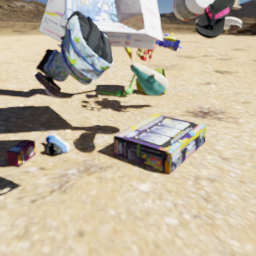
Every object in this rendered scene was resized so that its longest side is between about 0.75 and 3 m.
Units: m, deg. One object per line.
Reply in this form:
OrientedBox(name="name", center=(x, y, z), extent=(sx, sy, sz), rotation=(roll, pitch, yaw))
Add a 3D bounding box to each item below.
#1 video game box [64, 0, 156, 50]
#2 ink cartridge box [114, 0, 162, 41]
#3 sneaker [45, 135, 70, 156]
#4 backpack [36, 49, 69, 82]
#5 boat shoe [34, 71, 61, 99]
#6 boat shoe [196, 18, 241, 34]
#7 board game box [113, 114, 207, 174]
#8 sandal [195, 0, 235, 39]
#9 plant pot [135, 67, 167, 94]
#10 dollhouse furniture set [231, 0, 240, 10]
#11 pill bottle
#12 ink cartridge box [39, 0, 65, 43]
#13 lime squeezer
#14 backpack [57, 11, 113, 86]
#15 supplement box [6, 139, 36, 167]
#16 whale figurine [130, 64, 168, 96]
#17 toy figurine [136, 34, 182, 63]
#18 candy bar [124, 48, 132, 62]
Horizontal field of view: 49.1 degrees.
OrientedBox(name="video game box", center=(-0.569, -3.263, 7.773), extent=(2.344, 0.602, 2.573), rotation=(0, 55, -15))
OrientedBox(name="ink cartridge box", center=(0.106, -1.802, 3.923), extent=(0.405, 1.193, 0.687), rotation=(-9, 3, 27))
OrientedBox(name="sneaker", center=(-2.117, 0.467, 7.723), extent=(0.969, 0.372, 0.539), rotation=(25, 24, 34))
OrientedBox(name="backpack", center=(-2.491, -2.130, 9.839), extent=(0.764, 0.952, 1.040), rotation=(15, -17, 36))
OrientedBox(name="boat shoe", center=(-1.806, -1.027, 6.317), extent=(0.928, 0.276, 0.334), rotation=(46, 16, 31))
OrientedBox(name="boat shoe", center=(3.032, -3.346, 9.320), extent=(1.540, 0.553, 0.458), rotation=(1, 67, -6))
OrientedBox(name="board game box", center=(0.924, 0.327, 7.771), extent=(1.774, 0.609, 2.146), rotation=(14, 27, 35))
OrientedBox(name="sandal", center=(1.884, -2.490, 5.970), extent=(0.591, 0.355, 1.574), rotation=(22, 63, 17))
OrientedBox(name="plant pot", center=(1.044, -2.138, 13.095), extent=(1.312, 1.228, 1.228), rotation=(-4, 21, 18))
OrientedBox(name="dollhouse furniture set", center=(3.043, -4.089, 8.578), extent=(0.642, 0.916, 0.645), rotation=(6, 4, -8))
OrientedBox(name="pill bottle", center=(2.650, -5.050, 11.181), extent=(1.151, 1.151, 2.022), rotation=(-5, 12, -11))
OrientedBox(name="ink cartridge box", center=(-2.460, -4.399, 11.026), extent=(1.422, 1.957, 0.856), rotation=(29, 22, 5))
OrientedBox(name="lime squeezer", center=(-0.338, -1.736, 12.608), extent=(2.289, 0.808, 0.432), rotation=(-21, 26, 36))
OrientedBox(name="backpack", center=(-0.840, -1.589, 5.815), extent=(1.148, 1.219, 1.494), rotation=(-44, 38, 7))
OrientedBox(name="supplement box", center=(-2.739, 0.644, 7.241), extent=(0.325, 0.419, 0.759), rotation=(7, 24, 16))
OrientedBox(name="whale figurine", center=(0.530, -1.361, 8.010), extent=(1.215, 0.631, 0.967), rotation=(30, 2, -17))
OrientedBox(name="toy figurine", center=(1.279, -3.013, 10.475), extent=(1.426, 1.256, 2.381), rotation=(8, 17, -13))
OrientedBox(name="candy bar", center=(-0.057, -3.428, 12.072), extent=(0.182, 0.409, 1.642), rotation=(-11, -17, 13))
